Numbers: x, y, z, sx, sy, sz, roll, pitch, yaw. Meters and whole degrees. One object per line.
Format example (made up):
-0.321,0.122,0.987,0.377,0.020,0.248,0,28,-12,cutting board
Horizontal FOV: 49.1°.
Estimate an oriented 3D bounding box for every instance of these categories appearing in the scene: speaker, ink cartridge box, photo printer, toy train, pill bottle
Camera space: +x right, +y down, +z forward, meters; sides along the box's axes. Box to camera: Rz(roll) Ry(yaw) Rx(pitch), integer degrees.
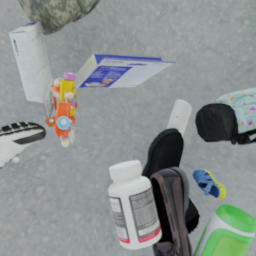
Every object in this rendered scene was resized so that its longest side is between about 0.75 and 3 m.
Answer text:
2.040,2.879,6.306,0.970,0.970,2.194,19,101,2,speaker
-2.332,-1.500,7.150,0.428,2.103,2.108,-9,116,-4,ink cartridge box
1.418,-0.168,7.879,0.386,0.925,1.112,18,91,22,photo printer
-1.612,-0.365,6.741,0.638,2.294,1.723,4,82,-8,toy train
-0.162,-1.612,7.655,2.083,2.108,0.495,-5,79,-30,ink cartridge box
0.096,1.583,5.954,0.919,0.919,1.660,-12,92,-1,pill bottle

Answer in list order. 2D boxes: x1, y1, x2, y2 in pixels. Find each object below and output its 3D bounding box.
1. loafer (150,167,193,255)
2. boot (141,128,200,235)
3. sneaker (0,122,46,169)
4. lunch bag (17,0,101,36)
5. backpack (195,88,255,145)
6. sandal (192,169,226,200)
0.820,2.263,6.265,0.856,0.977,2.718,3,86,-39,loafer
1.137,1.486,7.098,0.896,2.422,1.984,-3,43,-26,boot
-3.191,0.582,6.815,2.488,0.917,0.995,-20,111,-17,sneaker
-1.742,-3.883,7.727,2.196,2.618,1.824,-41,116,-16,lunch bag
2.621,-0.294,6.413,1.798,1.500,1.138,-14,100,-16,backpack
1.965,1.405,7.157,0.495,1.137,0.452,4,107,-22,sandal
